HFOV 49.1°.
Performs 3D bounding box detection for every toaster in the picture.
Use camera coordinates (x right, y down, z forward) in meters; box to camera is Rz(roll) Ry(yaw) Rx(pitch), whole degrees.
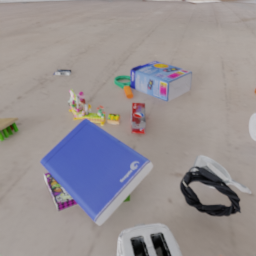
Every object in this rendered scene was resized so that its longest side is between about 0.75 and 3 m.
[{"bbox_3d":[0.407,2.642,4.761,1.146,1.303,2.017,-6,32,-9],"label":"toaster"}]

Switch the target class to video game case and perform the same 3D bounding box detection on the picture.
[{"bbox_3d":[-1.367,1.480,7.604,1.522,0.272,1.379,-15,32,-23],"label":"video game case"}]

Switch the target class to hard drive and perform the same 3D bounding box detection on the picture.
[{"bbox_3d":[-0.938,0.928,7.185,1.816,0.349,2.753,-46,46,-15],"label":"hard drive"}]

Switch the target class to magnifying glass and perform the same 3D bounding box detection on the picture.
[{"bbox_3d":[-0.110,-1.997,13.302,0.959,0.270,2.408,-5,33,-8],"label":"magnifying glass"}]

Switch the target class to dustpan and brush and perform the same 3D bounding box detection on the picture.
[{"bbox_3d":[2.542,1.363,7.567,1.605,0.459,1.120,38,34,3],"label":"dustpan and brush"}]

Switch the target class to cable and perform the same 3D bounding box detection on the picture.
[{"bbox_3d":[1.840,1.570,6.363,1.443,1.177,0.367,32,40,17],"label":"cable"}]

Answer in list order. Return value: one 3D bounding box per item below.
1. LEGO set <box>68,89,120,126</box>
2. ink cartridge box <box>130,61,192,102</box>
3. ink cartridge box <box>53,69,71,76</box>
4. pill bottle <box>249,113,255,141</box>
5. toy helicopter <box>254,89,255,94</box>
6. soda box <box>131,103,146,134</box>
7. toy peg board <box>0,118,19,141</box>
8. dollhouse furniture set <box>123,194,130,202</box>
[{"bbox_3d":[-1.513,-0.853,10.735,2.639,0.982,1.214,27,41,36],"label":"LEGO set"},{"bbox_3d":[1.344,-2.293,13.092,2.669,1.019,1.821,25,39,38],"label":"ink cartridge box"},{"bbox_3d":[-3.540,-2.966,14.949,0.914,0.179,0.455,1,32,4],"label":"ink cartridge box"},{"bbox_3d":[5.112,-0.046,9.433,1.739,0.976,0.976,-1,32,-3],"label":"pill bottle"},{"bbox_3d":[7.032,-1.767,12.322,2.512,0.991,1.661,-4,29,-20],"label":"toy helicopter"},{"bbox_3d":[0.379,-0.392,10.459,0.539,0.488,1.539,2,31,1],"label":"soda box"},{"bbox_3d":[-4.478,0.072,9.859,0.981,0.482,0.985,-1,27,29],"label":"toy peg board"},{"bbox_3d":[-0.199,1.520,7.351,0.390,0.505,1.010,-3,33,-6],"label":"dollhouse furniture set"}]
